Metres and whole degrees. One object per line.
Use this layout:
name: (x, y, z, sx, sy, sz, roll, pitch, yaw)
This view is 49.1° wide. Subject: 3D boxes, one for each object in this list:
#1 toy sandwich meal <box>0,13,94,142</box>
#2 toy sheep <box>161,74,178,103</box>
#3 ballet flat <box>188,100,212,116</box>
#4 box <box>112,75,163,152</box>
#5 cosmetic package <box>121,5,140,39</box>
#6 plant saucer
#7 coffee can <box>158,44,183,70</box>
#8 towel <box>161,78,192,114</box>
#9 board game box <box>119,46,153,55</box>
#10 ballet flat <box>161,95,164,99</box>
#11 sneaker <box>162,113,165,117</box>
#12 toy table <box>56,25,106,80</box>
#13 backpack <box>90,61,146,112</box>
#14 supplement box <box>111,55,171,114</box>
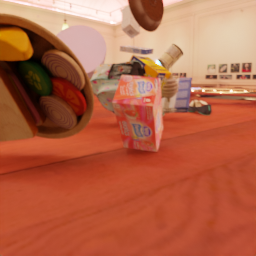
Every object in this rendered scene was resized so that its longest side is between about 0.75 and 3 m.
toy sandwich meal: (-2.045, -0.607, 5.014, 2.928, 2.928, 1.003, 3, 42, 18)
toy sheep: (1.504, -1.483, 10.281, 0.779, 1.130, 0.779, -7, 21, 3)
ballet flat: (3.364, -1.000, 13.385, 0.666, 0.666, 1.822, -4, 11, -20)
box: (0.273, -0.260, 6.082, 0.850, 1.657, 0.785, 7, 56, 13)
cosmetic package: (0.084, -3.516, 9.241, 0.396, 0.976, 0.551, -20, -32, 35)
plant saucer: (0.345, -2.125, 4.721, 0.177, 0.965, 0.965, -4, 5, 41)
coffee can: (1.585, -2.652, 10.483, 0.580, 0.793, 0.580, 44, -1, 1)
towel: (1.313, -1.282, 11.586, 2.556, 0.304, 1.877, -3, 52, 23)
board game box: (0.295, -2.600, 9.364, 0.901, 0.196, 0.905, 14, 21, 18)
ballet flat: (1.206, -1.461, 10.831, 0.313, 0.866, 0.294, -44, 42, -13)
sneaker: (1.103, -0.516, 10.615, 0.327, 0.336, 0.844, -44, 20, -11)
toy table: (-1.744, -2.107, 9.766, 2.595, 1.653, 2.823, 19, 46, 1)
backpack: (-0.306, -1.127, 7.876, 1.541, 1.182, 1.355, 11, -24, 27)
supplement box: (0.337, -1.275, 9.482, 1.113, 2.033, 1.106, 39, 26, 20)
